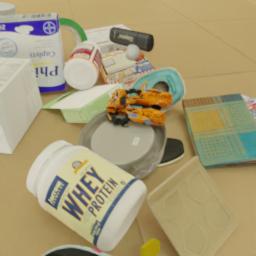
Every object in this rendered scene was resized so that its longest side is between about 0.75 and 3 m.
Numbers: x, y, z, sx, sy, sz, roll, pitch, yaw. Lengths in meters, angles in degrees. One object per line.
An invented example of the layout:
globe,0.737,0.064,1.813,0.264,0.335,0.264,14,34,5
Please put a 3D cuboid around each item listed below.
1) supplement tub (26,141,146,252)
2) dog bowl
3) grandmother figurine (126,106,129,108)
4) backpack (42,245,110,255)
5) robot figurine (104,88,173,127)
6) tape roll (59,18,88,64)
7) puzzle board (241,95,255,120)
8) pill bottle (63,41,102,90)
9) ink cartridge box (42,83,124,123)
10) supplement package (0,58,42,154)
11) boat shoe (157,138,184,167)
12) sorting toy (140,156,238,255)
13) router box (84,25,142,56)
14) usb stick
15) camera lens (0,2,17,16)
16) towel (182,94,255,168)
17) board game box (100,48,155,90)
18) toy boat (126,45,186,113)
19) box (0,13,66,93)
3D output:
supplement tub,-0.868,1.342,5.906,2.145,1.555,1.555,29,45,17
dog bowl,-0.116,0.430,7.604,2.393,0.702,2.393,-8,48,8
grandmother figurine,-0.318,-0.826,10.132,0.800,0.242,0.485,20,61,19
backpack,-0.489,2.946,3.753,2.549,1.919,2.263,17,41,13
robot figurine,0.213,-0.631,7.704,1.852,0.539,1.343,9,57,24
tape roll,-2.805,-3.517,11.972,2.213,2.213,0.532,-24,28,-28
puzzle board,4.330,-0.794,10.166,1.017,0.117,1.349,27,45,30
pill bottle,-1.650,-2.500,10.772,1.229,1.229,2.176,2,38,3
ink cartridge box,-1.598,-0.890,9.880,2.604,0.624,1.895,1,31,45
supplement package,-4.131,-0.774,8.617,1.866,1.879,2.476,4,40,7
boat shoe,0.360,0.528,7.905,2.549,0.799,0.933,0,34,-2
sorting toy,1.082,1.925,5.616,2.486,0.333,1.852,-30,90,-34
router box,-0.953,-4.509,14.553,2.787,0.681,2.501,-18,41,-22
usb stick,0.094,-3.777,11.883,0.419,0.713,2.571,-21,35,-37
camera lens,-5.575,-3.694,11.766,2.128,2.660,2.128,3,34,-2
towel,2.877,0.004,8.529,2.077,0.307,2.832,-6,45,1
board game box,-0.160,-2.493,11.674,1.950,0.596,2.574,-18,40,-3
toy boat,0.645,-1.612,9.407,2.055,2.445,1.136,-28,-1,15
box,-3.686,-2.730,10.495,2.478,2.694,1.414,-8,32,-10
